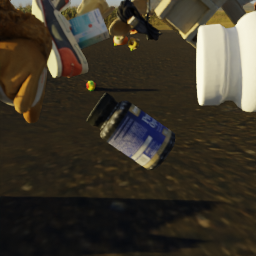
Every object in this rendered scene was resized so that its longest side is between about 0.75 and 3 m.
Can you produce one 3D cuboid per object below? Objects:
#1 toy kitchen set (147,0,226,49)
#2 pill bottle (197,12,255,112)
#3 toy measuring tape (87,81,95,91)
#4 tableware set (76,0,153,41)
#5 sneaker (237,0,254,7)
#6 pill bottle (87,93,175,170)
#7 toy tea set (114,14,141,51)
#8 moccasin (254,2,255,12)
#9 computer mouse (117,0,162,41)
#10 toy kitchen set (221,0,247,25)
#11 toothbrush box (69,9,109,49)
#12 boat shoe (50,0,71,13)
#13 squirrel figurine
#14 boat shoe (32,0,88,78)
[{"bbox_3d":[1.874,-3.118,6.635,1.895,2.096,2.323,31,27,-23],"label":"toy kitchen set"},{"bbox_3d":[1.061,-0.440,1.860,1.154,0.668,0.668,-1,23,11],"label":"pill bottle"},{"bbox_3d":[-1.520,-1.771,11.333,0.366,0.366,0.994,-6,24,-13],"label":"toy measuring tape"},{"bbox_3d":[-0.209,-3.751,8.743,2.171,0.302,2.599,-35,-24,33],"label":"tableware set"},{"bbox_3d":[2.964,-3.490,7.325,1.190,0.479,0.455,-29,-5,-26],"label":"sneaker"},{"bbox_3d":[0.024,0.027,3.324,0.973,0.544,0.544,35,24,-6],"label":"pill bottle"},{"bbox_3d":[-0.024,-3.578,10.001,0.895,1.505,0.557,16,16,27],"label":"toy tea set"},{"bbox_3d":[3.663,-2.579,8.111,0.765,1.982,0.725,6,31,28],"label":"moccasin"},{"bbox_3d":[0.351,-2.951,5.339,0.506,2.308,1.266,14,9,36],"label":"computer mouse"},{"bbox_3d":[2.818,-3.537,6.637,1.547,1.396,1.262,-36,2,31],"label":"toy kitchen set"},{"bbox_3d":[-1.165,-2.837,8.098,1.035,0.758,0.441,-21,-8,0],"label":"toothbrush box"},{"bbox_3d":[-2.413,-3.678,8.672,0.633,0.556,1.777,-1,48,36],"label":"boat shoe"},{"bbox_3d":[-2.130,-1.080,4.212,1.736,1.860,1.316,13,-1,-10],"label":"squirrel figurine"},{"bbox_3d":[-1.902,-2.529,7.489,0.872,0.992,2.788,-13,66,-27],"label":"boat shoe"}]
